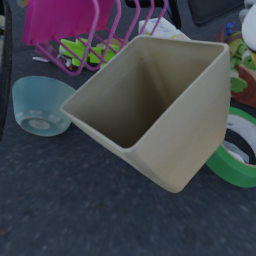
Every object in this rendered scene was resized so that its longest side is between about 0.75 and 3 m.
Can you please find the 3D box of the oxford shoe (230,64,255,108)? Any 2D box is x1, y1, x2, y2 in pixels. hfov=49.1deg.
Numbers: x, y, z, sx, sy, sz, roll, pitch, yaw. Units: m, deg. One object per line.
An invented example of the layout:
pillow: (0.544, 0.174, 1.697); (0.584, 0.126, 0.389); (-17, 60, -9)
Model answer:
oxford shoe: (4.072, -1.240, 8.807); (1.035, 0.993, 2.805); (-27, 64, -33)

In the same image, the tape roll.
tape roll: (2.674, 0.402, 6.876); (2.095, 0.504, 2.095); (12, 50, -14)

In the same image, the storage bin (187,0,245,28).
storage bin: (2.318, -3.812, 7.204); (1.938, 1.301, 1.410); (-19, 68, 25)

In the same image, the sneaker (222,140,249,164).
sneaker: (2.354, 0.549, 7.236); (1.602, 0.592, 0.635); (38, 45, 26)

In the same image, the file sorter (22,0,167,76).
file sorter: (-0.642, -2.594, 6.542); (1.743, 1.932, 2.780); (41, 42, 13)

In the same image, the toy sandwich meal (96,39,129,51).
toy sandwich meal: (-0.518, -3.036, 11.085); (1.504, 0.515, 1.504); (3, 43, -2)

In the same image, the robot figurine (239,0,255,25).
robot figurine: (3.538, -2.596, 6.369); (1.815, 1.025, 1.539); (17, 83, 36)

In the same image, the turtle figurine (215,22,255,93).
turtle figurine: (2.715, -1.442, 6.158); (1.272, 1.767, 1.714); (-16, 31, 31)

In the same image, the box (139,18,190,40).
box: (1.311, -3.155, 10.648); (1.082, 1.201, 2.136); (-16, 45, -16)

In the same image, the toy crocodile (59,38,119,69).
toy crocodile: (-1.186, -2.679, 10.263); (2.778, 0.938, 0.858); (13, 22, 7)

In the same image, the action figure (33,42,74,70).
action figure: (-2.728, -2.593, 10.369); (1.589, 1.183, 1.065); (39, 16, 2)

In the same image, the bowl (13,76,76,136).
bowl: (-2.248, -0.427, 7.527); (1.866, 1.866, 0.976); (3, 63, 3)

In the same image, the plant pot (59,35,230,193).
plant pot: (0.467, -0.126, 4.650); (2.002, 1.773, 2.000); (-45, 39, -14)

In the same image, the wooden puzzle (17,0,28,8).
wooden puzzle: (-2.755, -4.705, 8.429); (0.207, 2.947, 1.748); (38, 72, -7)

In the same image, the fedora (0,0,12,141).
fedora: (-2.862, -0.922, 4.710); (1.359, 2.976, 2.976); (6, 37, -31)

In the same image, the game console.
game console: (0.433, -3.673, 7.482); (1.230, 2.114, 1.859); (-23, 62, 11)

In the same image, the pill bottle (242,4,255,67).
pill bottle: (2.510, -0.975, 4.099); (1.112, 1.985, 1.112); (-23, 49, 29)

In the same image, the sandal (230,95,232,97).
sandal: (3.206, -1.510, 9.478); (1.431, 0.410, 0.548); (31, 52, 29)

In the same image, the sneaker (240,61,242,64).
sneaker: (4.657, -2.904, 10.741); (2.234, 0.839, 0.905); (-5, 35, -7)
